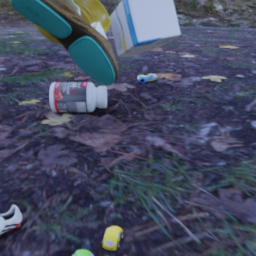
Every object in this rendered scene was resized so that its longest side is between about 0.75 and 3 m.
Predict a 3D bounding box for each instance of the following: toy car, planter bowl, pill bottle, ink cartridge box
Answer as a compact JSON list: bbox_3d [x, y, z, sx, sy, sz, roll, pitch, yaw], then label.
[{"bbox_3d":[-0.447,1.975,4.324,1.069,0.253,1.136,-8,25,-17],"label":"toy car"},{"bbox_3d":[-2.124,-3.576,8.987,2.952,1.230,2.952,22,44,-23],"label":"planter bowl"},{"bbox_3d":[-1.751,-1.097,10.072,1.936,1.072,1.072,0,24,-1],"label":"pill bottle"},{"bbox_3d":[0.502,-3.676,10.086,1.616,1.608,2.203,-16,7,-18],"label":"ink cartridge box"}]

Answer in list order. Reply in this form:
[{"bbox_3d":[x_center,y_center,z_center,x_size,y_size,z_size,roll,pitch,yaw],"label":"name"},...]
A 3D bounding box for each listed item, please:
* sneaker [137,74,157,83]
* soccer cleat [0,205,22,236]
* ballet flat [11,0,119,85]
[{"bbox_3d":[0.954,-2.394,13.880,0.985,0.373,0.517,-7,36,2],"label":"sneaker"},{"bbox_3d":[-2.258,1.701,4.701,0.355,0.441,1.034,16,29,32],"label":"soccer cleat"},{"bbox_3d":[-1.151,-2.158,6.129,0.982,2.896,1.048,-18,48,40],"label":"ballet flat"}]
